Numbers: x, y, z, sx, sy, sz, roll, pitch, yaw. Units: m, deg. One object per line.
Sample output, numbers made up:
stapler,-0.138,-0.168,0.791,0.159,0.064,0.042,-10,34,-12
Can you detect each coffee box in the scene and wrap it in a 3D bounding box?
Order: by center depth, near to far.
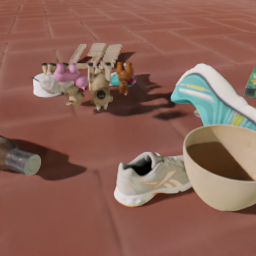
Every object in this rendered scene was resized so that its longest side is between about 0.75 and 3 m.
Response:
coffee box,4.714,-1.493,9.558,1.148,0.411,1.867,15,35,23

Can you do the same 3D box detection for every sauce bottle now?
sauce bottle,-2.925,0.494,6.034,2.287,0.740,0.740,16,35,23

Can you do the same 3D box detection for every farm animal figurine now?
farm animal figurine,-1.234,-1.174,8.002,2.713,1.364,2.191,-13,19,-41

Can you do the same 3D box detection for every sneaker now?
sneaker,0.655,0.800,5.381,1.932,0.889,0.732,-17,36,-26
sneaker,2.198,-0.067,6.166,2.936,1.169,1.138,47,7,13
sneaker,-0.032,-1.889,10.018,0.838,0.581,1.389,13,42,29

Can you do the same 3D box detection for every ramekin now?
ramekin,-2.685,-1.476,9.453,1.024,0.499,1.024,0,32,0

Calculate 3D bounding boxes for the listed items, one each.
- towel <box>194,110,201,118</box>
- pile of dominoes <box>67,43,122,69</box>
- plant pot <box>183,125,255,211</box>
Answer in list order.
towel,2.701,-0.526,8.235,1.059,0.168,1.475,21,37,31
pile of dominoes,-1.404,-3.073,12.402,1.983,0.405,2.544,4,40,6
plant pot,1.798,0.839,5.091,1.672,1.122,1.672,0,31,0
